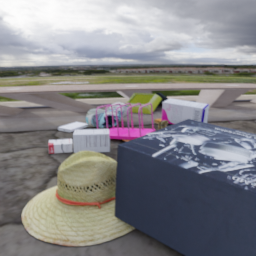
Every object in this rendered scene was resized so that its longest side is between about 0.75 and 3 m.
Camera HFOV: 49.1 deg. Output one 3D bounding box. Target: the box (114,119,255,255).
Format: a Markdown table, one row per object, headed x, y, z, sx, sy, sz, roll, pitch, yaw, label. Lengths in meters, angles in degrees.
| x | y | z | sx | sy | sz | roll | pitch | yaw | label |
| --- | --- | --- | --- | --- | --- | --- | --- | --- | --- |
| 1.736 | 1.066 | 5.285 | 2.986 | 1.554 | 2.719 | 16 | 22 | 35 | box |

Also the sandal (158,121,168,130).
| x | y | z | sx | sy | sz | roll | pitch | yaw | label |
| --- | --- | --- | --- | --- | --- | --- | --- | --- | --- |
| 1.574 | -0.022 | 12.661 | 0.456 | 0.307 | 1.136 | -2 | 28 | 13 | sandal |

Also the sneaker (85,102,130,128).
| x | y | z | sx | sy | sz | roll | pitch | yaw | label |
| --- | --- | --- | --- | --- | --- | --- | --- | --- | --- |
| -0.726 | -0.466 | 13.483 | 1.122 | 1.008 | 2.598 | 29 | 35 | 36 | sneaker |

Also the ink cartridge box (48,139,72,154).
| x | y | z | sx | sy | sz | roll | pitch | yaw | label |
| --- | --- | --- | --- | --- | --- | --- | --- | --- | --- |
| -2.367 | 0.645 | 9.835 | 0.808 | 0.335 | 0.593 | -3 | 14 | -12 | ink cartridge box |

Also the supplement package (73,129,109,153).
| x | y | z | sx | sy | sz | roll | pitch | yaw | label |
| --- | --- | --- | --- | --- | --- | --- | --- | --- | --- |
| -1.276 | 0.457 | 9.882 | 1.231 | 0.674 | 0.700 | -1 | 14 | -4 | supplement package |

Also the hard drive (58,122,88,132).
| x | y | z | sx | sy | sz | roll | pitch | yaw | label |
| --- | --- | --- | --- | --- | --- | --- | --- | --- | --- |
| -2.524 | -0.039 | 12.907 | 0.778 | 0.155 | 1.180 | 9 | 17 | 32 | hard drive |

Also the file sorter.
| x | y | z | sx | sy | sz | roll | pitch | yaw | label |
| --- | --- | --- | --- | --- | --- | --- | --- | --- | --- |
| -0.124 | -0.312 | 11.293 | 2.038 | 1.278 | 1.416 | 2 | 13 | 27 | file sorter |

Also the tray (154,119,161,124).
| x | y | z | sx | sy | sz | roll | pitch | yaw | label |
| --- | --- | --- | --- | --- | --- | --- | --- | --- | --- |
| 1.888 | -0.361 | 14.133 | 1.021 | 0.189 | 0.504 | -7 | 16 | -28 | tray |

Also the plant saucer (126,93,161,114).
| x | y | z | sx | sy | sz | roll | pitch | yaw | label |
| --- | --- | --- | --- | --- | --- | --- | --- | --- | --- |
| 0.805 | -1.589 | 17.077 | 1.986 | 0.476 | 1.989 | 6 | 36 | 25 | plant saucer |

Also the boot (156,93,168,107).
| x | y | z | sx | sy | sz | roll | pitch | yaw | label |
| --- | --- | --- | --- | --- | --- | --- | --- | --- | --- |
| 1.514 | -1.819 | 18.805 | 1.789 | 0.808 | 2.183 | -8 | 16 | -14 | boot |

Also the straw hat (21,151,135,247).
| x | y | z | sx | sy | sz | roll | pitch | yaw | label |
| --- | --- | --- | --- | --- | --- | --- | --- | --- | --- |
| -0.842 | 1.152 | 6.075 | 2.873 | 1.216 | 2.873 | 0 | 15 | 0 | straw hat |

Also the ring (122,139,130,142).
| x | y | z | sx | sy | sz | roll | pitch | yaw | label |
| --- | --- | --- | --- | --- | --- | --- | --- | --- | --- |
| 0.477 | 0.421 | 11.007 | 1.464 | 0.140 | 1.464 | -4 | 11 | 1 | ring |

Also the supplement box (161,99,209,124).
| x | y | z | sx | sy | sz | roll | pitch | yaw | label |
| --- | --- | --- | --- | --- | --- | --- | --- | --- | --- |
| 2.703 | -0.693 | 13.331 | 2.012 | 1.018 | 1.040 | 12 | 22 | 24 | supplement box |
